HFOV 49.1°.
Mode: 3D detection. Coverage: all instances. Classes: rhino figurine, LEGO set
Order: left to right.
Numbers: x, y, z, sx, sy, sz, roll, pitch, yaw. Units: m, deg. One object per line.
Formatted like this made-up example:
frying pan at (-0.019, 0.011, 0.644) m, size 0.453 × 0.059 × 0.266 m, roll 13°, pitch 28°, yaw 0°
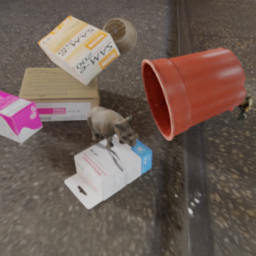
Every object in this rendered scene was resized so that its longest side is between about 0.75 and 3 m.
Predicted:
rhino figurine at (-0.440, -0.006, 7.656) m, size 0.728 × 1.065 × 2.436 m, roll -23°, pitch 20°, yaw -26°
LEGO set at (3.723, -1.576, 10.662) m, size 0.828 × 1.896 × 2.920 m, roll -20°, pitch 68°, yaw -20°

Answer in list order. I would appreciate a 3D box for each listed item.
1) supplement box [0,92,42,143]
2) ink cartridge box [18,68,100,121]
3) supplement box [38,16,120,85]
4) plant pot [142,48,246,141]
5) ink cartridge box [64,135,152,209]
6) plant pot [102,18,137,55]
supplement box at (-3.789, -0.390, 8.778) m, size 1.895 × 0.959 × 0.979 m, roll 19°, pitch 43°, yaw 26°
ink cartridge box at (-2.575, -1.344, 10.853) m, size 2.821 × 1.059 × 2.324 m, roll -1°, pitch 41°, yaw -9°
supplement box at (-1.943, -3.043, 10.718) m, size 1.788 × 1.043 × 2.837 m, roll -45°, pitch 51°, yaw -11°
plant pot at (2.131, -1.274, 9.178) m, size 2.635 × 2.710 × 2.710 m, roll -18°, pitch 43°, yaw -5°
ink cartridge box at (-0.602, 1.132, 8.266) m, size 2.364 × 0.788 × 1.369 m, roll -30°, pitch 48°, yaw -30°
plant pot at (-0.416, -3.732, 11.157) m, size 1.489 × 1.489 × 1.292 m, roll 4°, pitch 7°, yaw 4°
